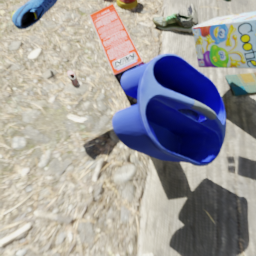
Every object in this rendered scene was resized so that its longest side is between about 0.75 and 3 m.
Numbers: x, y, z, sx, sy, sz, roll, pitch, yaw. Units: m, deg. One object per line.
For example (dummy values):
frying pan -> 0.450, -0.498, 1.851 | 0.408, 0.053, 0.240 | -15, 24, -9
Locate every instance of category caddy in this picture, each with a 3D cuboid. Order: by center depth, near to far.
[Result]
caddy -> 1.038, -0.290, 5.869 | 1.474, 2.809, 1.986 | -7, 67, 48

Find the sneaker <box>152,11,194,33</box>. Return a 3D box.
sneaker -> 1.967, -4.660, 11.952 | 1.849, 0.819, 0.711 | 9, 57, 6

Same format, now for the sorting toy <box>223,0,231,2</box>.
sorting toy -> 1.670, -3.171, 6.059 | 1.344, 0.227, 0.648 | 23, 50, 5

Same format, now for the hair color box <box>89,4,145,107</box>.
hair color box -> -0.157, -1.928, 7.381 | 0.792, 1.374, 2.478 | -24, 56, 6

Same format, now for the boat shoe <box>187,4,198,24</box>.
boat shoe -> 2.858, -5.047, 12.576 | 0.372, 0.431, 1.188 | -23, 53, 37

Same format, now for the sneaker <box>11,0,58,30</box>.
sneaker -> -2.197, -3.054, 7.050 | 1.625, 0.535, 0.637 | -45, 48, -8

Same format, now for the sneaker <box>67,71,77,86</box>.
sneaker -> -2.092, -1.954, 10.412 | 0.285, 0.395, 0.756 | -20, 57, -10

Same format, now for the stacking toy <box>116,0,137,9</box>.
stacking toy -> -0.277, -7.024, 13.379 | 2.551, 1.078, 2.309 | 32, 62, 19

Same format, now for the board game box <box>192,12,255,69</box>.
board game box -> 3.388, -2.565, 8.174 | 1.353, 1.328, 2.579 | -30, 27, -28

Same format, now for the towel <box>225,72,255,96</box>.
towel -> 4.362, -1.629, 10.352 | 1.356, 0.147, 0.994 | -7, 57, -6
